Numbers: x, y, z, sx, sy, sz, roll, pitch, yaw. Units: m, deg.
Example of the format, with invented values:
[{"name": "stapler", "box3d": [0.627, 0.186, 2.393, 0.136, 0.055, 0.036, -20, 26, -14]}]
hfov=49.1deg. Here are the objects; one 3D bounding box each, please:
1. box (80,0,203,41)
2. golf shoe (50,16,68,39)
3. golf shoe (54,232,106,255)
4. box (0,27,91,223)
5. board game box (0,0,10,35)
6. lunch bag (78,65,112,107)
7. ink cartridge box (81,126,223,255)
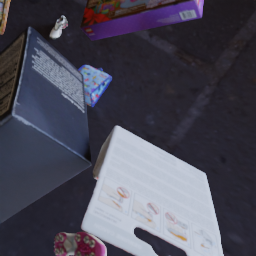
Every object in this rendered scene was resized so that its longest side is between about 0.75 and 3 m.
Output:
[{"name": "box", "box3d": [0.312, -3.013, 6.122, 2.660, 0.520, 1.820, -1, 67, 29]}, {"name": "golf shoe", "box3d": [-2.447, -3.481, 9.689, 0.353, 0.403, 0.914, 24, 69, 9]}, {"name": "golf shoe", "box3d": [-0.791, 2.154, 5.144, 1.342, 0.614, 0.505, -10, 69, 43]}, {"name": "box", "box3d": [-2.226, 0.023, 5.256, 2.655, 1.636, 2.633, -33, 41, 19]}, {"name": "board game box", "box3d": [-3.135, -2.916, 5.997, 1.127, 1.487, 0.344, 13, 32, -24]}, {"name": "lunch bag", "box3d": [-1.194, -1.461, 8.732, 0.989, 0.618, 1.314, 26, 59, 14]}, {"name": "ink cartridge box", "box3d": [0.367, 1.121, 4.195, 1.970, 0.582, 2.460, 29, 27, -8]}]
